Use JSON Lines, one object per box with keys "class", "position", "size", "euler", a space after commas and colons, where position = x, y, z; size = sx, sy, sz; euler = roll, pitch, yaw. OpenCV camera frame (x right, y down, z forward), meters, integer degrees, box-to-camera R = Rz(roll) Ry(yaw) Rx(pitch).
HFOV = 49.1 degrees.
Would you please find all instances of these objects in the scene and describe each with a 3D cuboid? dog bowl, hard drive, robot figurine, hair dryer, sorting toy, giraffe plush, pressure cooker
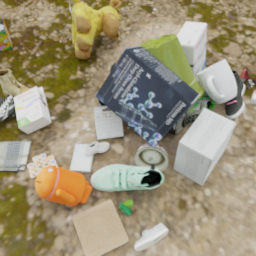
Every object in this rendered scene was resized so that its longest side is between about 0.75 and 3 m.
{"class": "dog bowl", "position": [0.831, 1.004, 9.724], "size": [1.185, 1.185, 0.437], "euler": [9, 37, 7]}
{"class": "hard drive", "position": [-1.657, 1.104, 10.223], "size": [0.731, 0.146, 1.108], "euler": [4, 54, 3]}
{"class": "robot figurine", "position": [-2.069, 1.805, 8.734], "size": [1.830, 1.067, 1.316], "euler": [23, 41, -27]}
{"class": "hair dryer", "position": [5.476, -2.166, 12.624], "size": [0.975, 0.348, 1.281], "euler": [0, 56, -22]}
{"class": "sorting toy", "position": [-0.587, 3.014, 8.722], "size": [1.975, 0.291, 1.460], "euler": [-20, 59, -15]}
{"class": "giraffe plush", "position": [-1.426, -4.922, 13.367], "size": [2.394, 2.548, 2.953], "euler": [-6, 67, -15]}
{"class": "pressure cooker", "position": [-0.794, -1.005, 11.219], "size": [0.873, 0.993, 0.887], "euler": [40, 58, 20]}

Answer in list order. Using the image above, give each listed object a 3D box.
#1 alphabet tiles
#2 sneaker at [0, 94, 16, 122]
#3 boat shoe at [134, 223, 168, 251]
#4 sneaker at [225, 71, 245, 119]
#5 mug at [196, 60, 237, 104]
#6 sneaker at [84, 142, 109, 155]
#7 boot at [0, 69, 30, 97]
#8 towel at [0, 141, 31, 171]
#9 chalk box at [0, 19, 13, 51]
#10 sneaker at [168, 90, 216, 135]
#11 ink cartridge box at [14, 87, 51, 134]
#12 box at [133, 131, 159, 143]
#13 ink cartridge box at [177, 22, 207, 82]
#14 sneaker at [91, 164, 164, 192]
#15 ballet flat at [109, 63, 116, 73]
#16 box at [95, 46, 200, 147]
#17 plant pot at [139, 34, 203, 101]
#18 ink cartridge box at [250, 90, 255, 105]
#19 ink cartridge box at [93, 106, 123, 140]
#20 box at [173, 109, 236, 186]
{"class": "alphabet tiles", "position": [-3.076, 1.392, 10.052], "size": [0.987, 0.074, 1.009], "euler": [-22, 56, -15]}
{"class": "sneaker", "position": [-4.866, -0.541, 11.151], "size": [0.517, 0.704, 1.556], "euler": [-8, 51, 52]}
{"class": "boat shoe", "position": [0.645, 3.269, 8.468], "size": [1.181, 0.425, 0.404], "euler": [-27, 46, -17]}
{"class": "sneaker", "position": [4.135, -1.414, 11.352], "size": [0.816, 1.145, 2.309], "euler": [-18, 35, 41]}
{"class": "mug", "position": [3.413, -1.640, 10.663], "size": [1.425, 1.200, 1.626], "euler": [60, 37, -6]}
{"class": "sneaker", "position": [-1.103, 0.667, 10.238], "size": [1.028, 0.455, 0.387], "euler": [-17, 42, -34]}
{"class": "boot", "position": [-4.752, -1.851, 11.769], "size": [1.518, 1.180, 0.552], "euler": [16, 55, 12]}
{"class": "towel", "position": [-4.256, 1.017, 10.240], "size": [1.226, 0.220, 1.273], "euler": [-1, 54, -1]}
{"class": "chalk box", "position": [-6.795, -4.418, 13.745], "size": [1.771, 1.098, 1.105], "euler": [-17, 57, -11]}
{"class": "sneaker", "position": [2.506, -0.604, 10.935], "size": [1.139, 1.043, 2.673], "euler": [36, 61, 23]}
{"class": "ink cartridge box", "position": [-3.824, -0.849, 11.050], "size": [1.105, 0.635, 1.886], "euler": [-25, 61, 6]}
{"class": "box", "position": [0.976, -0.120, 10.843], "size": [1.019, 0.273, 1.682], "euler": [23, 42, 11]}
{"class": "ink cartridge box", "position": [2.617, -3.048, 11.836], "size": [0.949, 2.253, 1.629], "euler": [16, 57, 24]}
{"class": "sneaker", "position": [-0.037, 1.580, 8.977], "size": [2.398, 1.415, 0.883], "euler": [-4, 82, -4]}
{"class": "ballet flat", "position": [-0.109, -1.382, 10.980], "size": [0.805, 2.423, 0.688], "euler": [-22, 10, 8]}
{"class": "box", "position": [0.632, -1.096, 9.419], "size": [2.694, 2.000, 1.442], "euler": [41, 30, 6]}
{"class": "plant pot", "position": [1.379, -2.170, 10.632], "size": [2.474, 2.350, 2.474], "euler": [-17, 26, 8]}
{"class": "ink cartridge box", "position": [5.650, -1.197, 11.812], "size": [0.797, 0.338, 0.580], "euler": [21, 57, 13]}
{"class": "ink cartridge box", "position": [-0.739, -0.238, 10.585], "size": [1.012, 1.265, 0.299], "euler": [-7, 17, -5]}
{"class": "box", "position": [2.558, 0.663, 9.518], "size": [1.175, 1.797, 1.788], "euler": [30, 58, 23]}
